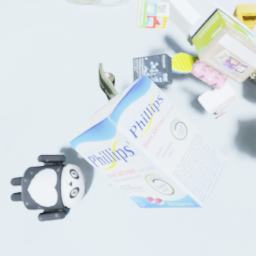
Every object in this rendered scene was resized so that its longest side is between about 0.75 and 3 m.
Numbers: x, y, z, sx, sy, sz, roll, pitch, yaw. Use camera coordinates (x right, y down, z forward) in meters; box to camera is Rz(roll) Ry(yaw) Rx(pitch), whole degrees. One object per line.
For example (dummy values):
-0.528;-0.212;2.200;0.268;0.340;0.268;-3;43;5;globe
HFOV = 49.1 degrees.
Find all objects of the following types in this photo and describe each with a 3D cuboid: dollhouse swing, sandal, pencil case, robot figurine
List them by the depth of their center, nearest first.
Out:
2.098;-1.369;7.256;0.947;0.410;0.392;32;39;-2;pencil case
-0.551;-1.318;8.369;0.463;0.644;1.621;-15;54;-19;sandal
-2.534;1.901;9.013;2.312;1.737;1.443;-3;30;-2;robot figurine
4.634;-3.691;11.104;1.583;1.742;1.531;-5;54;-11;dollhouse swing
2.432;-2.488;11.155;2.068;0.900;0.822;-8;81;-22;sandal

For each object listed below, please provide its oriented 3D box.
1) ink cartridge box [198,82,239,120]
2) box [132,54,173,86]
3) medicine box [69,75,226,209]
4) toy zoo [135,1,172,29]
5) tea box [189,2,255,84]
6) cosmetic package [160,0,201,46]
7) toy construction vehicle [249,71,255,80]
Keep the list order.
2.842;-0.843;8.707;0.993;1.346;0.576;-38;69;17;ink cartridge box
0.847;-1.965;9.720;1.265;0.939;0.677;-1;-1;26;box
0.365;0.582;7.143;2.934;2.672;1.510;43;60;-12;medicine box
0.929;-3.911;9.757;1.326;0.870;0.136;-6;31;-21;toy zoo
3.243;-2.764;9.229;1.899;1.269;1.868;22;43;-27;tea box
2.122;-4.381;10.938;0.586;0.955;2.314;-28;68;-8;cosmetic package
5.522;-2.408;11.795;0.392;0.970;1.114;-12;62;-11;toy construction vehicle
